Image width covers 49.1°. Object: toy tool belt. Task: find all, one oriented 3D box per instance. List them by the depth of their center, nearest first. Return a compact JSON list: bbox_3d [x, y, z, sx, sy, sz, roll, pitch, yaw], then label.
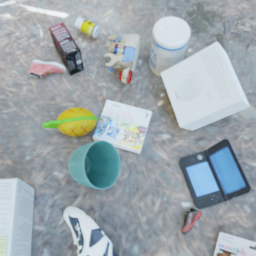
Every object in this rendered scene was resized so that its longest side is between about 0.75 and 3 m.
[{"bbox_3d":[-0.331,-2.548,10.180,1.252,1.272,2.038,11,65,7],"label":"toy tool belt"}]

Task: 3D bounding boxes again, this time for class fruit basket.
[{"bbox_3d":[3.062,4.001,7.181,2.022,1.023,2.183,7,64,36],"label":"fruit basket"}]

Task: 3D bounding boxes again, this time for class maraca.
[{"bbox_3d":[-1.879,-0.167,9.135,1.764,1.209,0.944,-7,79,-15],"label":"maraca"}]

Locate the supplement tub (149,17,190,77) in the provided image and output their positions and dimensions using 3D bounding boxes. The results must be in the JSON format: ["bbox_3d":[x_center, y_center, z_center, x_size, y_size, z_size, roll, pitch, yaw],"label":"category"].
[{"bbox_3d":[1.426,-2.815,9.968,1.269,1.924,1.269,0,66,0],"label":"supplement tub"}]

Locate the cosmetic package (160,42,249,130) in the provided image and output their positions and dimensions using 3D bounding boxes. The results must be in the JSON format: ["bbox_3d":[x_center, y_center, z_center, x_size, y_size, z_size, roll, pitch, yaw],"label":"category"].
[{"bbox_3d":[2.461,-1.251,9.050,2.033,1.249,2.026,-25,72,29],"label":"cosmetic package"}]

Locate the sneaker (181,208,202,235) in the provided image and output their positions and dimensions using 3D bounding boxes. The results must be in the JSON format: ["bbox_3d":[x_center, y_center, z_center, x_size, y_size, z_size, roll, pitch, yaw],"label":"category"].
[{"bbox_3d":[1.813,2.773,8.395,0.436,0.315,0.892,38,69,15],"label":"sneaker"}]

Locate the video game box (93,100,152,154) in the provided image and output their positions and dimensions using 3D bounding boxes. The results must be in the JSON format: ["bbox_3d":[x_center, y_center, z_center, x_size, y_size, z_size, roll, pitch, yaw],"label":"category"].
[{"bbox_3d":[-0.173,-0.054,9.596,1.668,0.390,1.520,15,64,7],"label":"video game box"}]

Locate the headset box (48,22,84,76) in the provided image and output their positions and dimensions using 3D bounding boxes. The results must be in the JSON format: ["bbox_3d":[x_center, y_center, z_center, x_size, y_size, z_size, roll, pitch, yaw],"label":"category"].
[{"bbox_3d":[-2.319,-2.976,10.420,0.616,1.220,1.641,-27,70,-13],"label":"headset box"}]

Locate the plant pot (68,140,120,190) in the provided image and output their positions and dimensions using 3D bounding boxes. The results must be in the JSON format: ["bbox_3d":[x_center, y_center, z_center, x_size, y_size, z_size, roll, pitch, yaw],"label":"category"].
[{"bbox_3d":[-1.131,1.136,8.525,1.146,1.428,1.428,-9,57,43],"label":"plant pot"}]

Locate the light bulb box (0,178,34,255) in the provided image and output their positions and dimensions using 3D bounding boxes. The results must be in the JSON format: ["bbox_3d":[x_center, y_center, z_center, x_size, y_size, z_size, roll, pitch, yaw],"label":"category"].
[{"bbox_3d":[-4.148,2.942,7.543,2.727,1.717,2.751,-3,67,-2],"label":"light bulb box"}]

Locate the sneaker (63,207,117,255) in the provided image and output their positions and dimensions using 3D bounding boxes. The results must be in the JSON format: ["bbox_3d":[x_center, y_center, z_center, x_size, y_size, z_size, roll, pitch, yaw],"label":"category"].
[{"bbox_3d":[-1.258,3.653,7.554,1.814,1.113,2.788,-39,82,-24],"label":"sneaker"}]

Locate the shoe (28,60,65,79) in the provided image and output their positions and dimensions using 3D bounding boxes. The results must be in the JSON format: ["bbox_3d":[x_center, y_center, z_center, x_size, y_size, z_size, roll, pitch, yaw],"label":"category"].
[{"bbox_3d":[-3.048,-2.113,10.473,1.361,0.486,0.619,12,68,11],"label":"shoe"}]

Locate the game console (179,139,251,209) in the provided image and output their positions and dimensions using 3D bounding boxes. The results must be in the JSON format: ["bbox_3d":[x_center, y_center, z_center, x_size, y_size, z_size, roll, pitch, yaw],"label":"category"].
[{"bbox_3d":[2.575,1.417,8.585,1.476,1.023,1.729,-16,67,-5],"label":"game console"}]

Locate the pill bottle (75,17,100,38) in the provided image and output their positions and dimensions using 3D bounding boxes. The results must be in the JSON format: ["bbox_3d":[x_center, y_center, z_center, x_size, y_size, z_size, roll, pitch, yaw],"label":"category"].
[{"bbox_3d":[-1.599,-3.938,10.965,0.886,0.506,0.506,28,69,5],"label":"pill bottle"}]
